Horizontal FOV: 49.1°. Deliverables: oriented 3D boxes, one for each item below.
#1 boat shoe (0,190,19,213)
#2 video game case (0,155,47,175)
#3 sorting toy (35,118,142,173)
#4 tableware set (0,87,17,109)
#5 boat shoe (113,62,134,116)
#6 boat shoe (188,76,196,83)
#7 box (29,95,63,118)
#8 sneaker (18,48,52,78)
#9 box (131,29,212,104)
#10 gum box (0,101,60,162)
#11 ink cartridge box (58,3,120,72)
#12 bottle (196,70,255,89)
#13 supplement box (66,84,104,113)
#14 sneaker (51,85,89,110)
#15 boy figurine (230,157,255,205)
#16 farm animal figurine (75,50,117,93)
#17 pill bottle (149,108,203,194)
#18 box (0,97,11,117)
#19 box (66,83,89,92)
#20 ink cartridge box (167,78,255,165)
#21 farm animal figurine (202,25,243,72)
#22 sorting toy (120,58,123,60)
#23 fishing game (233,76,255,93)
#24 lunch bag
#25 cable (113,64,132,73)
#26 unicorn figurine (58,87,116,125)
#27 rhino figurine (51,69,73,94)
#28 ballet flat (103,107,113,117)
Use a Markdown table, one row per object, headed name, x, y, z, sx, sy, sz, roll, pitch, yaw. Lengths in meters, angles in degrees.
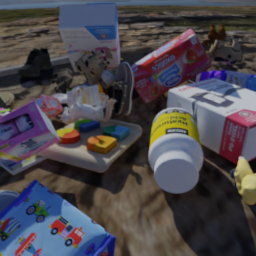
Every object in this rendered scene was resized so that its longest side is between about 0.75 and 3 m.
| name | x | y | z | sx | sy | sz | roll | pitch | yaw |
| --- | --- | --- | --- | --- | --- | --- | --- | --- | --- |
| boat shoe | -3.273 | 1.700 | 4.696 | 2.998 | 1.063 | 1.047 | -16 | 6 | -22 |
| video game case | -2.726 | 0.773 | 7.171 | 0.914 | 0.111 | 1.005 | 22 | 35 | 35 |
| sorting toy | -1.014 | 0.236 | 7.704 | 2.201 | 0.434 | 2.378 | 12 | 28 | 21 |
| tableware set | -5.010 | -0.714 | 9.608 | 2.308 | 0.462 | 1.525 | -6 | 40 | 1 |
| boat shoe | -0.222 | -1.258 | 9.147 | 0.627 | 1.745 | 0.519 | 13 | 17 | 39 |
| boat shoe | 2.830 | -2.358 | 12.519 | 0.484 | 0.395 | 1.310 | 7 | 30 | -23 |
| box | -2.548 | -0.666 | 8.792 | 0.518 | 0.478 | 1.010 | -31 | -9 | 12 |
| sneaker | -4.507 | -3.144 | 13.381 | 0.947 | 1.132 | 2.495 | 7 | 30 | 8 |
| box | 1.467 | -2.241 | 10.224 | 2.728 | 1.302 | 1.360 | -29 | 22 | 20 |
| gum box | -2.129 | 0.149 | 5.777 | 1.078 | 0.628 | 1.900 | -28 | -5 | -11 |
| ink cartridge box | -1.449 | -3.575 | 11.548 | 2.106 | 2.914 | 1.234 | -2 | 70 | 1 |
| bottle | 3.824 | -1.753 | 10.914 | 2.340 | 0.978 | 0.764 | 20 | 20 | 33 |
| supplement box | -1.295 | -0.854 | 8.607 | 1.079 | 0.397 | 0.680 | -12 | 71 | 7 |
| sneaker | -1.937 | -0.981 | 9.932 | 1.612 | 0.601 | 0.702 | -24 | 49 | -13 |
| boy figurine | 2.316 | 1.018 | 5.413 | 0.483 | 0.931 | 1.498 | -11 | -10 | 7 |
| farm animal figurine | -1.079 | -1.825 | 10.213 | 1.147 | 1.843 | 2.282 | -41 | 25 | -8 |
| pill bottle | 1.103 | 0.479 | 6.549 | 1.209 | 1.209 | 2.173 | 3 | 29 | 6 |
| box | -3.917 | -0.122 | 7.955 | 1.112 | 0.931 | 1.497 | -18 | 33 | -29 |
| box | -1.692 | -1.459 | 11.100 | 0.794 | 0.310 | 1.302 | 17 | 33 | 31 |
| ink cartridge box | 2.776 | -0.362 | 8.117 | 2.065 | 1.203 | 2.853 | -18 | 33 | -29 |
| farm animal figurine | 3.079 | -2.878 | 11.386 | 2.062 | 1.284 | 2.553 | 17 | -20 | -37 |
| sorting toy | -0.935 | -3.742 | 15.424 | 1.348 | 0.228 | 0.650 | 17 | 33 | 29 |
| fishing game | 4.667 | -1.066 | 9.413 | 2.226 | 0.346 | 1.594 | -2 | 68 | -10 |
| lunch bag | -1.544 | 2.140 | 3.833 | 1.778 | 1.111 | 2.362 | 23 | 45 | 32 |
| cable | -0.354 | -2.598 | 13.128 | 1.728 | 0.538 | 2.118 | -2 | 26 | -15 |
| unicorn figurine | -1.274 | -0.557 | 8.008 | 1.704 | 1.170 | 0.629 | 16 | 22 | 5 |
| rhino figurine | -2.604 | -1.848 | 11.204 | 0.852 | 0.582 | 1.948 | -22 | 32 | 3 |
| ballet flat | -0.661 | -0.622 | 9.608 | 0.194 | 0.282 | 0.837 | 39 | 39 | -2 |
